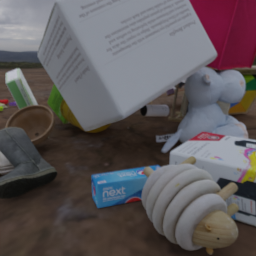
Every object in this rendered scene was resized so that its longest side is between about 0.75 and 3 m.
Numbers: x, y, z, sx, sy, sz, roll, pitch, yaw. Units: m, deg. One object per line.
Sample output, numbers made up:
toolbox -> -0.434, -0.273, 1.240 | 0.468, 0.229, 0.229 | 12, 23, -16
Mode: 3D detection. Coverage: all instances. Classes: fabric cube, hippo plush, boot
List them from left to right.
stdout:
boot -> -2.029, 0.523, 4.873 | 1.347, 0.489, 1.224 | 45, 26, 23
hippo plush -> 1.931, -0.597, 7.219 | 2.428, 1.952, 1.934 | -1, 15, -3
fabric cube -> 2.198, -2.765, 7.330 | 2.067, 2.035, 2.074 | 27, 27, 37

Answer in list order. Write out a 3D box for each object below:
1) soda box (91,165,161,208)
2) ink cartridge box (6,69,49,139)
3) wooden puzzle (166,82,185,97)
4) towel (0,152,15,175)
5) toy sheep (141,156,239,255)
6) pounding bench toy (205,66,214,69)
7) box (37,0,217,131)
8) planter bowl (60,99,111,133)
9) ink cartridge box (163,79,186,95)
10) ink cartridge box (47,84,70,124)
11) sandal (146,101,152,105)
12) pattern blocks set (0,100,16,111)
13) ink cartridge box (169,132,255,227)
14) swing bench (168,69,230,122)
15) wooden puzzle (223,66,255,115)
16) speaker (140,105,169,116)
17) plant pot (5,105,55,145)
soda box -> 0.038, 0.927, 4.516 | 1.201, 0.407, 0.385 | -5, 16, -19
ink cartridge box -> -2.965, -0.688, 8.150 | 0.526, 1.595, 2.192 | -23, 32, -10
wooden puzzle -> 0.921, -1.560, 10.040 | 1.328, 0.157, 2.240 | -34, 40, -8
towel -> -2.396, 0.670, 5.690 | 0.911, 0.237, 1.375 | -6, 9, -24
toy sheep -> 0.694, 0.906, 3.505 | 1.044, 1.044, 1.514 | -9, 24, -31
pounding bench toy -> 2.521, -2.184, 9.269 | 0.586, 0.467, 0.751 | 18, 12, -40
box -> -0.161, -1.614, 6.250 | 2.651, 2.282, 2.665 | -34, 8, -24
planter bowl -> -0.959, -0.390, 7.965 | 1.799, 1.799, 0.749 | -6, 53, -22
ink cartridge box -> 2.989, -2.049, 11.979 | 2.668, 1.120, 1.932 | 0, -1, -23
ink cartridge box -> -0.950, -1.391, 9.117 | 2.761, 2.040, 1.046 | -14, 54, -47
sandal -> -0.154, -1.491, 12.709 | 2.626, 0.864, 0.963 | 6, 16, 23
pattern blocks set -> -5.869, -0.857, 11.636 | 2.340, 0.190, 2.057 | -13, 20, -41
ink cartridge box -> 1.849, 0.743, 4.377 | 2.003, 0.830, 1.460 | 10, 18, 33
swing bench -> 2.333, -0.969, 8.664 | 1.754, 1.744, 1.138 | 13, 17, 20
wooden puzzle -> 3.659, -1.142, 9.593 | 2.245, 2.427, 0.452 | -5, 54, -16
speaker -> 0.736, -0.480, 7.722 | 0.810, 0.329, 0.329 | -2, 14, -35
plant pot -> -2.300, 0.034, 6.803 | 1.156, 0.534, 1.156 | -4, 51, 5
